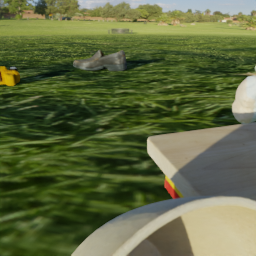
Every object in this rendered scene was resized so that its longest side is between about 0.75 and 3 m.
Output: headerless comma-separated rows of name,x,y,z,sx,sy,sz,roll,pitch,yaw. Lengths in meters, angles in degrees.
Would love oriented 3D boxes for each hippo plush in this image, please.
hippo plush,4.062,-0.575,6.759,2.683,2.137,2.158,-19,54,-39

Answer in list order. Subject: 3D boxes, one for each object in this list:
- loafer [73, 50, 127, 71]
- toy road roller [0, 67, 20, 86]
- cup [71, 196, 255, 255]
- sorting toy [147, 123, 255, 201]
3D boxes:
loafer,-1.472,-3.538,14.560,2.792,1.009,1.016,-1,23,1
toy road roller,-4.987,-2.067,11.436,1.077,0.662,0.786,-7,34,-17
cup,0.185,1.329,1.881,1.833,1.833,1.311,-11,-2,-26
sorting toy,1.918,0.877,3.706,2.635,0.917,2.620,-6,23,-16
